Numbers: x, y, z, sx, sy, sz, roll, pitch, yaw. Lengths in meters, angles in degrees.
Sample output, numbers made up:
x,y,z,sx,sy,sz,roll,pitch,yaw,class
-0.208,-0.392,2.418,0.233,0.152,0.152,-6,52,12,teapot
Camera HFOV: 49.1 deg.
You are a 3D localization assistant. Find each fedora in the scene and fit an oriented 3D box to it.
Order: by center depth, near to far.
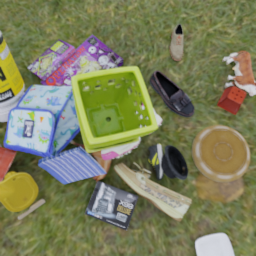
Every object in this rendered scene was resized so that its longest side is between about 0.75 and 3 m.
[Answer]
x,y,z,sx,sy,sz,roll,pitch,yaw,class
1.388,1.174,8.952,0.548,1.199,1.199,-37,72,32,fedora

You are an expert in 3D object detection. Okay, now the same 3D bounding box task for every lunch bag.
x,y,z,sx,sy,sz,roll,pitch,yaw,class
-2.616,-0.202,8.798,1.942,1.456,2.284,6,58,28,lunch bag

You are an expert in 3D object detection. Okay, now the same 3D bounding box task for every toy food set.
x,y,z,sx,sy,sz,roll,pitch,yaw,class
-3.364,1.932,8.515,0.587,1.797,1.057,30,56,35,toy food set

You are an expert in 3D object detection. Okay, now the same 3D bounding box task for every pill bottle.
x,y,z,sx,sy,sz,roll,pitch,yaw,class
-4.305,-1.650,8.874,1.611,2.819,1.611,-5,45,5,pill bottle

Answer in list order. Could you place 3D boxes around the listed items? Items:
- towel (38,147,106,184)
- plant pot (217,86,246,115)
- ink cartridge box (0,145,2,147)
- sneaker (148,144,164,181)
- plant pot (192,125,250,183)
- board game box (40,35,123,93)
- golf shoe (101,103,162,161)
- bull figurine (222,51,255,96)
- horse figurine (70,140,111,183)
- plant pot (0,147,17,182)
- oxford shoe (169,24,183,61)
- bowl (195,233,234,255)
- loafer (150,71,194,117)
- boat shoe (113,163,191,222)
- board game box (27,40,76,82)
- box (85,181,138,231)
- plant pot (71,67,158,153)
x,y,z,sx,sy,sz,roll,pitch,yaw,class
-1.734,1.216,8.518,1.790,1.296,0.213,-19,38,30,towel
3.750,-1.042,9.950,0.759,0.670,0.760,29,75,8,plant pot
-4.966,1.220,9.428,1.132,0.350,1.395,0,71,1,ink cartridge box
0.938,1.161,9.443,0.521,0.459,1.232,-6,69,14,sneaker
3.209,0.826,9.566,2.021,0.278,2.021,0,71,-1,plant pot
-1.680,-2.055,10.429,1.639,0.441,2.730,39,77,15,board game box
-0.045,-0.018,8.803,2.768,1.042,1.267,-40,105,-45,golf shoe
4.134,-1.958,10.269,1.113,0.597,1.833,-1,73,0,bull figurine
-0.740,0.260,9.480,1.831,0.689,2.762,44,71,-1,horse figurine
-4.380,1.041,8.723,1.283,1.319,1.319,27,73,-20,plant pot
1.869,-3.280,10.703,0.512,0.543,1.453,0,73,0,oxford shoe
2.620,3.829,8.573,1.087,0.406,1.085,-12,75,-3,bowl
1.561,-1.222,10.009,0.746,0.654,2.076,-41,77,-11,loafer
0.733,1.863,8.891,2.641,0.968,0.828,36,84,2,boat shoe
-2.858,-2.554,10.460,1.693,0.273,1.016,-47,51,-12,board game box
-0.514,2.497,8.999,1.423,0.354,1.122,20,71,7,box
-0.470,-0.353,7.231,1.765,1.602,1.757,-13,75,-17,plant pot
